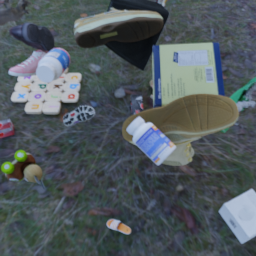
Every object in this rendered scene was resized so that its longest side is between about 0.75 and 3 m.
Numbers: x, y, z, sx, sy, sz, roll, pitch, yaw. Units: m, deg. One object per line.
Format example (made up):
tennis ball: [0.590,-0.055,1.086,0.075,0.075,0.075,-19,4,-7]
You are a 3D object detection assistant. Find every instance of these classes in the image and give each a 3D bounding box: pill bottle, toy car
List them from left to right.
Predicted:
toy car: [-2.593,1.237,7.311,1.043,0.857,0.823,38,71,18]
pill bottle: [-2.288,-1.884,8.530,0.738,0.738,1.315,6,35,5]
pill bottle: [0.489,0.268,6.265,1.073,0.602,0.602,45,63,8]

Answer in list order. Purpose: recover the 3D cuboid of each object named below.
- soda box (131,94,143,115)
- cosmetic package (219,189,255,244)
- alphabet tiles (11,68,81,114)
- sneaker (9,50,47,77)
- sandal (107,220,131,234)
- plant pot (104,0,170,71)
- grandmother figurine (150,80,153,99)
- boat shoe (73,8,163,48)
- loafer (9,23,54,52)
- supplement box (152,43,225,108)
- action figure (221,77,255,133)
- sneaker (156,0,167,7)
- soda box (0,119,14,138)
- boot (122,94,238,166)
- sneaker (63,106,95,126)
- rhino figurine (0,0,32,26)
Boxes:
soda box: [0.365,-0.755,11.323,0.462,0.414,1.307,-2,54,-1]
cosmetic package: [3.630,2.683,8.547,1.133,0.697,1.129,-22,56,-15]
alphabet tiles: [-3.502,-1.737,12.193,2.821,0.210,2.884,-1,53,1]
sneaker: [-3.354,-2.256,9.700,0.626,0.870,1.664,21,26,36]
sandal: [-0.278,3.005,8.603,0.784,0.225,0.300,17,55,12]
plant pot: [0.053,-3.832,10.664,1.981,2.233,2.228,18,29,-13]
grandmother figurine: [1.436,-1.399,11.783,1.010,0.505,1.666,-23,53,-4]
boat shoe: [-0.352,-3.494,9.183,2.927,1.049,1.115,-9,65,-5]
loafer: [-3.115,-3.024,9.284,0.668,2.122,0.763,4,96,7]
supplement box: [1.772,-1.414,8.760,1.999,1.343,2.001,-1,73,4]
action figure: [3.042,-0.562,7.887,0.713,1.541,2.609,41,47,14]
sneaker: [1.413,-5.808,12.793,0.515,0.543,1.323,24,86,58]
soda box: [-5.118,0.144,10.618,1.424,0.451,0.498,-16,54,-11]
boot: [1.530,0.205,7.318,2.778,2.159,1.011,-15,58,23]
sneaker: [-1.587,-0.432,9.249,1.219,0.491,0.508,-15,3,28]
rhino figurine: [-4.025,-3.961,9.523,1.590,0.695,0.475,-20,12,-4]
